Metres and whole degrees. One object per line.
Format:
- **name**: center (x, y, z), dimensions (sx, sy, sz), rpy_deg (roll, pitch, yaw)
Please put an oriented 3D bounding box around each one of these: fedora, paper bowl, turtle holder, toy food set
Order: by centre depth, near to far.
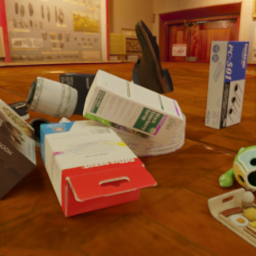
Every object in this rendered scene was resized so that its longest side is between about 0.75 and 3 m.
- **toy food set**: center (2.037, 1.393, 4.490), dimensions (0.882, 0.371, 1.229), rpy_deg (-9, 19, -27)
- **turtle holder**: center (2.435, 0.819, 5.520), dimensions (1.156, 0.878, 0.821), rpy_deg (8, 19, 21)
- **fedora**: center (-2.515, 0.154, 8.167), dimensions (0.796, 0.900, 0.406), rpy_deg (-43, -4, -11)
- **paper bowl**: center (0.375, -0.219, 8.202), dimensions (2.562, 1.332, 2.562), rpy_deg (1, 18, 0)

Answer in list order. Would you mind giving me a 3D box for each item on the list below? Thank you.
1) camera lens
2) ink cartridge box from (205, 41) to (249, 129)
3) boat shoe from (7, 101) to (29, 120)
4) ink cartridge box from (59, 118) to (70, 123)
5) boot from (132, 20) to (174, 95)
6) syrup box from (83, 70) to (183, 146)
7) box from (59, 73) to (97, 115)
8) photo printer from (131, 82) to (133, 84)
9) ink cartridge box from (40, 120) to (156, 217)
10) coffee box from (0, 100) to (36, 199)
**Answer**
- **camera lens**: center (-2.208, -0.848, 8.073), dimensions (1.233, 0.986, 0.986), rpy_deg (14, 9, -27)
- **ink cartridge box**: center (3.408, -1.496, 9.693), dimensions (1.353, 2.878, 0.636), rpy_deg (-13, 21, -37)
- **boat shoe**: center (-4.745, -0.509, 10.200), dimensions (2.320, 0.700, 0.857), rpy_deg (-15, 22, -41)
- **ink cartridge box**: center (-1.612, 0.233, 7.517), dimensions (0.828, 0.475, 1.140), rpy_deg (34, 12, -10)
- **boot**: center (0.383, -1.673, 7.331), dimensions (1.001, 2.066, 0.772), rpy_deg (-16, 29, 23)
- **syrup box**: center (0.119, -0.421, 6.231), dimensions (2.039, 0.803, 0.830), rpy_deg (20, 32, -16)
- **box**: center (-1.974, -1.415, 11.633), dimensions (1.472, 1.616, 0.841), rpy_deg (7, 17, 23)
- **photo printer**: center (0.293, -1.274, 9.607), dimensions (0.330, 0.951, 0.792), rpy_deg (36, -9, -39)
- **ink cartridge box**: center (-0.700, 0.745, 5.319), dimensions (1.434, 0.830, 2.469), rpy_deg (-6, 29, -27)
- **coffee box**: center (-2.863, 0.254, 6.052), dimensions (0.989, 1.400, 2.478), rpy_deg (-43, 24, -3)
